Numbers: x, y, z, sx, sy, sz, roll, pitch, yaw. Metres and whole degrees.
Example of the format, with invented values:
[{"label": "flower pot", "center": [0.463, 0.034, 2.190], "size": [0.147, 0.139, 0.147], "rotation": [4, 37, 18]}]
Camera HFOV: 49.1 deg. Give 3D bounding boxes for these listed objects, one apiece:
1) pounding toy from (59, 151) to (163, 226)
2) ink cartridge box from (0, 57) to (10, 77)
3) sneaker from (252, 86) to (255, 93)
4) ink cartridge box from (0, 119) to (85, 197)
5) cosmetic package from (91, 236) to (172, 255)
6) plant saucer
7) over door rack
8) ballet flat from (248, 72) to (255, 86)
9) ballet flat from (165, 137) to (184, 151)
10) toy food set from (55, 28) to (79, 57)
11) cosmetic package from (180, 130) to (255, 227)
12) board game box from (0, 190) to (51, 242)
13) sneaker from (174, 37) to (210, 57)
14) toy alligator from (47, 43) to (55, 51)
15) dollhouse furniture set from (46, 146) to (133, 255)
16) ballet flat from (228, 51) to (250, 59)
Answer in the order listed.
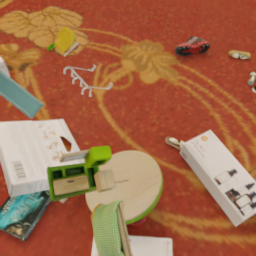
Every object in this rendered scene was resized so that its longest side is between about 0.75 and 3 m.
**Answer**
[{"label": "pounding toy", "center": [-0.234, 1.889, 8.268], "size": [2.871, 1.332, 2.216], "rotation": [8, 53, 32]}, {"label": "ink cartridge box", "center": [-6.272, -2.679, 11.707], "size": [1.632, 0.947, 2.211], "rotation": [-34, 62, -23]}, {"label": "sneaker", "center": [3.515, -1.158, 6.836], "size": [0.896, 0.501, 0.328], "rotation": [-11, 45, 0]}, {"label": "ink cartridge box", "center": [-2.886, 0.799, 9.196], "size": [2.391, 0.600, 2.755], "rotation": [-4, 42, -35]}, {"label": "cosmetic package", "center": [0.101, 3.412, 7.276], "size": [2.071, 0.767, 1.053], "rotation": [1, 53, 3]}, {"label": "plant saucer", "center": [-2.856, -0.852, 7.056], "size": [1.433, 0.136, 0.501], "rotation": [39, 87, -5]}, {"label": "over door rack", "center": [-1.290, -1.505, 8.961], "size": [1.027, 0.463, 1.390], "rotation": [48, 34, 15]}, {"label": "ballet flat", "center": [5.230, -2.120, 11.715], "size": [0.289, 0.273, 0.857], "rotation": [22, 56, 15]}, {"label": "ballet flat", "center": [1.723, 0.553, 9.688], "size": [0.933, 0.314, 0.317], "rotation": [19, 56, 13]}, {"label": "toy food set", "center": [-1.759, -2.496, 8.324], "size": [0.649, 0.360, 1.102], "rotation": [-43, 55, 14]}, {"label": "cosmetic package", "center": [2.930, 1.456, 8.703], "size": [1.162, 0.713, 2.816], "rotation": [-24, 59, -19]}, {"label": "board game box", "center": [-3.072, 2.314, 8.409], "size": [1.202, 0.250, 1.777], "rotation": [19, 56, 14]}, {"label": "sneaker", "center": [2.804, -3.718, 12.711], "size": [1.683, 0.595, 0.822], "rotation": [-13, 55, -13]}, {"label": "toy alligator", "center": [-3.523, -3.827, 13.038], "size": [0.225, 0.246, 0.829], "rotation": [-8, 39, 48]}, {"label": "dollhouse furniture set", "center": [-0.661, 1.332, 4.425], "size": [0.904, 1.179, 1.800], "rotation": [-7, 72, -23]}, {"label": "ballet flat", "center": [4.987, -3.255, 12.545], "size": [0.975, 0.335, 0.307], "rotation": [5, 65, 5]}]
